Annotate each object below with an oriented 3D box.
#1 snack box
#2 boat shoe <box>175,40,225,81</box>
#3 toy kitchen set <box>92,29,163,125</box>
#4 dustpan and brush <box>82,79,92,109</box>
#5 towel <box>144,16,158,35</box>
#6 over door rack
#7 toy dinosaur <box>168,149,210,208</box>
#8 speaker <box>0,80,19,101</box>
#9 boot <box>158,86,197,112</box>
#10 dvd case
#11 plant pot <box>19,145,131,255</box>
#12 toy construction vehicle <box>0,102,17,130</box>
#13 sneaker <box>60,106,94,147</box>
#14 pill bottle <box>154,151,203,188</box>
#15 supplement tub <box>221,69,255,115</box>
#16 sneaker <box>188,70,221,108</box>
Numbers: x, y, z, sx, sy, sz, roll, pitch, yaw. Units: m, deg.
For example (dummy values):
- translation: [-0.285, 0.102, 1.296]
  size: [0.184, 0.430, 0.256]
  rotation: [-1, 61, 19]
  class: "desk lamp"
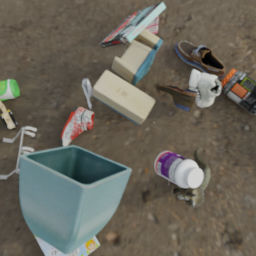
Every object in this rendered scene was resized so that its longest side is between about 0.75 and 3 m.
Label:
- translation: [-1.844, 3.140, 8.187]
  size: [1.391, 0.558, 1.650]
  rotation: [-34, 77, -10]
  class: "snack box"
- translation: [2.580, -2.524, 9.836]
  size: [2.044, 0.740, 0.738]
  rotation: [37, 76, 11]
  class: "boat shoe"
- translation: [0.215, -1.366, 8.640]
  size: [1.583, 2.153, 2.688]
  rotation: [32, 70, 0]
  class: "toy kitchen set"
- translation: [-1.114, -0.929, 7.748]
  size: [0.237, 0.579, 0.830]
  rotation: [-28, 107, -17]
  class: "dustpan and brush"
- translation: [0.596, -3.549, 9.673]
  size: [1.047, 1.430, 0.214]
  rotation: [-27, 74, -5]
  class: "towel"
- translation: [-3.324, 0.807, 8.517]
  size: [0.612, 1.837, 1.357]
  rotation: [18, 65, -39]
  class: "over door rack"
- translation: [1.947, 1.561, 8.330]
  size: [1.169, 0.879, 2.285]
  rotation: [7, 36, 37]
  class: "toy dinosaur"
- translation: [-4.556, -1.191, 9.471]
  size: [1.551, 0.686, 0.686]
  rotation: [-12, 73, -4]
  class: "speaker"
- translation: [1.215, -0.782, 7.253]
  size: [1.110, 0.415, 0.538]
  rotation: [20, 110, 36]
  class: "boot"
- translation: [0.046, -2.843, 7.913]
  size: [1.418, 1.943, 0.214]
  rotation: [-46, 115, -11]
  class: "dvd case"
- translation: [-1.432, 1.825, 7.065]
  size: [2.039, 2.033, 2.077]
  rotation: [18, 101, 26]
  class: "plant pot"
- translation: [-4.405, -0.198, 9.074]
  size: [1.334, 0.539, 1.532]
  rotation: [-28, 106, -13]
  class: "toy construction vehicle"
- translation: [-1.631, 0.032, 9.178]
  size: [0.788, 0.491, 1.470]
  rotation: [16, 71, 8]
  class: "sneaker"
- translation: [1.281, 1.073, 7.117]
  size: [0.718, 1.277, 0.718]
  rotation: [-7, 104, -29]
  class: "pill bottle"
- translation: [3.871, -1.226, 9.340]
  size: [1.511, 0.926, 0.926]
  rotation: [41, 77, 11]
  class: "supplement tub"
- translation: [2.336, -1.051, 8.175]
  size: [0.770, 1.901, 0.714]
  rotation: [8, 80, 27]
  class: "sneaker"
